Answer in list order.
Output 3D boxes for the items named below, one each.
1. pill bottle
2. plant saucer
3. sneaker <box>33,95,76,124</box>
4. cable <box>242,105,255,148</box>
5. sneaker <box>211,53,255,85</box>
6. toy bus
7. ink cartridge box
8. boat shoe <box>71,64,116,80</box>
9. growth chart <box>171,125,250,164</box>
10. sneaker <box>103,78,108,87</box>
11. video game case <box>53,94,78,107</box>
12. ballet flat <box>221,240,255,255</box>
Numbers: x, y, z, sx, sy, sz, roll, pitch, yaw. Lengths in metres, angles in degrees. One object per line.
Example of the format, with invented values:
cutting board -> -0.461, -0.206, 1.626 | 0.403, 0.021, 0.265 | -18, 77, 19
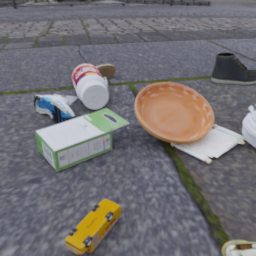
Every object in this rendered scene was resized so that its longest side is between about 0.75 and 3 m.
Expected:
pill bottle -> -1.734, -1.907, 12.830 | 1.403, 1.403, 2.562 | -9, 31, -15
plant saucer -> 1.634, -0.516, 10.199 | 2.894, 0.542, 2.894 | 5, 50, -6
sneaker -> -2.807, -0.897, 11.586 | 1.156, 1.000, 2.668 | -20, 35, -39
cable -> 5.160, 0.198, 9.666 | 2.372, 0.821, 2.373 | 21, 35, 21
sneaker -> 5.985, -3.183, 14.885 | 2.877, 1.528, 1.076 | -2, 30, -4
toy bus -> -0.759, 2.279, 6.436 | 0.490, 0.589, 1.505 | 18, 35, 25
ink cartridge box -> -1.494, 0.312, 9.554 | 2.821, 0.837, 1.465 | -21, 36, -32
boat shoe -> -1.877, -2.996, 15.228 | 2.527, 0.909, 0.819 | -24, 42, -25
growth chart -> 2.899, 0.467, 9.926 | 2.494, 0.221, 1.805 | -20, 36, -31
sneaker -> -1.286, -2.172, 14.239 | 0.429, 0.452, 1.122 | 4, 32, 3
video game case -> -3.096, -1.294, 13.058 | 1.253, 0.113, 0.897 | 9, 32, 15
ballet flat -> 2.303, 2.480, 5.559 | 0.468, 0.468, 1.324 | -31, -1, -41
